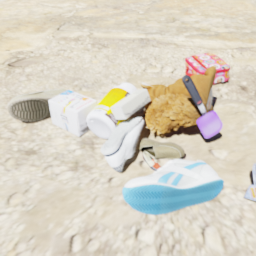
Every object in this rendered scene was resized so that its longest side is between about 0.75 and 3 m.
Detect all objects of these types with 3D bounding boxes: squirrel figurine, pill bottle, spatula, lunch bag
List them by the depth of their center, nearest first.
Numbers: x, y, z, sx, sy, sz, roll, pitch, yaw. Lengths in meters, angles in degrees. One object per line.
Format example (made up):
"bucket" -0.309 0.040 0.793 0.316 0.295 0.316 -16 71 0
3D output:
"spatula" 1.961 -0.567 7.530 0.643 2.276 0.234 -31 39 9
"pill bottle" -0.417 -0.615 9.039 1.056 1.056 1.932 17 50 23
"squirrel figurine" 1.397 -0.851 9.070 2.358 1.788 2.526 10 35 26
"lunch bag" 3.322 -2.578 12.335 1.729 0.804 1.963 -11 36 -8

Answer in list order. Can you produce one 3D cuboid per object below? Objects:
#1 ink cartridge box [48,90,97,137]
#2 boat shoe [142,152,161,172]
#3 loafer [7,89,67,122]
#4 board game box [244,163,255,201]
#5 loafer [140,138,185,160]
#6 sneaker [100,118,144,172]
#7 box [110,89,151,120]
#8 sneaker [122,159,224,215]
"ink cartridge box" -1.771 -0.505 9.212 1.302 0.942 0.959 22 41 28
"boat shoe" 0.663 0.948 7.801 0.272 0.239 0.764 -20 41 -27
"loafer" -2.949 -0.849 9.808 2.475 0.936 0.845 -10 32 -31
"board game box" 3.211 1.336 6.486 0.329 1.066 1.065 4 -13 -38
"loafer" 0.928 0.675 8.000 1.352 0.514 0.456 9 38 26
"sneaker" -0.055 0.391 7.934 0.734 0.773 1.921 -12 27 42
"box" 0.093 -0.711 8.361 0.502 0.418 1.222 0 31 49
"sneaker" 0.985 1.338 6.680 2.471 0.945 0.998 -3 33 -22
